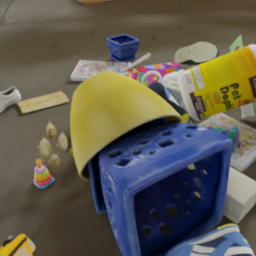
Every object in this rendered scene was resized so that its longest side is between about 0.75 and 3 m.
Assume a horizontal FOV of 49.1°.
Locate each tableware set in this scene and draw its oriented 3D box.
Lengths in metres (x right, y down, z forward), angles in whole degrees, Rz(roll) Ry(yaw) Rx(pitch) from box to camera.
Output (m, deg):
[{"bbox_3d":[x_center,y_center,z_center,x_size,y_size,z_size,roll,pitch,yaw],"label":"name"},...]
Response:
[{"bbox_3d":[-2.294,0.557,8.599,0.167,1.201,1.438,-7,44,18],"label":"tableware set"}]

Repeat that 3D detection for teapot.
[{"bbox_3d":[1.942,-1.490,10.975,2.176,1.589,2.147,-22,40,-34],"label":"teapot"}]

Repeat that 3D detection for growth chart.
[{"bbox_3d":[0.349,-2.917,12.800,1.520,0.186,2.100,-33,7,5],"label":"growth chart"}]

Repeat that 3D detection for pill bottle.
[{"bbox_3d":[2.958,-1.327,7.945,2.827,1.544,1.544,-20,33,18],"label":"pill bottle"}]

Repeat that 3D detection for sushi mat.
[{"bbox_3d":[-3.595,-1.088,11.873,2.005,0.121,0.959,-18,39,-24],"label":"sushi mat"}]

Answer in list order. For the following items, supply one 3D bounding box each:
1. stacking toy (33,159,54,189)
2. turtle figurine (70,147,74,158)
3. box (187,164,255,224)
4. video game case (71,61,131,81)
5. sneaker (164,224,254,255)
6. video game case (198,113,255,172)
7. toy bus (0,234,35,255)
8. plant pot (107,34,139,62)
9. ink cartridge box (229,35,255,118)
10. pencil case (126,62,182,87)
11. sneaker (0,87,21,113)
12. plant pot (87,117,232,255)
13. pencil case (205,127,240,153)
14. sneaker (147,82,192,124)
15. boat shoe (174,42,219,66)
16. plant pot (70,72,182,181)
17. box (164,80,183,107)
[{"bbox_3d":[-2.511,1.258,8.074,0.525,0.905,0.497,28,45,32],"label":"stacking toy"},{"bbox_3d":[-0.876,0.160,9.527,2.807,0.904,2.263,11,40,10],"label":"turtle figurine"},{"bbox_3d":[2.300,1.443,7.879,1.007,0.838,2.451,-28,45,-31],"label":"box"},{"bbox_3d":[-1.317,-2.872,14.165,2.746,0.247,1.966,4,37,4],"label":"video game case"},{"bbox_3d":[1.574,2.920,5.852,2.523,0.933,1.037,-17,45,-17],"label":"sneaker"},{"bbox_3d":[3.533,0.363,9.808,2.092,0.263,2.299,-27,44,-32],"label":"video game case"},{"bbox_3d":[-2.485,2.775,4.719,2.420,0.947,0.788,-35,4,19],"label":"toy bus"},{"bbox_3d":[-0.290,-4.266,15.255,1.307,1.176,1.308,-22,42,-28],"label":"plant pot"},{"bbox_3d":[4.545,-1.833,10.247,0.852,2.872,1.491,-10,-2,7],"label":"ink cartridge box"},{"bbox_3d":[1.171,-2.345,12.775,2.536,1.121,1.121,-11,38,-15],"label":"pencil case"},{"bbox_3d":[-5.257,-1.077,11.354,0.669,0.649,1.833,22,49,29],"label":"sneaker"},{"bbox_3d":[0.531,1.267,6.713,2.722,2.722,2.447,-22,35,-26],"label":"plant pot"},{"bbox_3d":[2.583,0.302,9.055,1.926,0.820,0.890,5,50,27],"label":"pencil case"},{"bbox_3d":[1.251,-0.601,9.001,0.847,0.942,2.291,-41,50,12],"label":"sneaker"},{"bbox_3d":[3.218,-3.286,12.760,0.871,0.925,2.576,15,0,-28],"label":"boat shoe"},{"bbox_3d":[-0.354,-0.244,7.284,2.862,2.862,2.032,-21,68,-25],"label":"plant pot"},{"bbox_3d":[1.528,-0.728,9.963,0.728,1.772,0.606,20,38,13],"label":"box"}]
